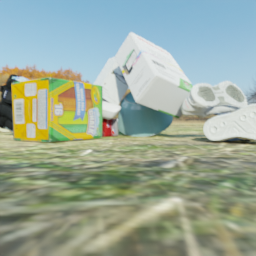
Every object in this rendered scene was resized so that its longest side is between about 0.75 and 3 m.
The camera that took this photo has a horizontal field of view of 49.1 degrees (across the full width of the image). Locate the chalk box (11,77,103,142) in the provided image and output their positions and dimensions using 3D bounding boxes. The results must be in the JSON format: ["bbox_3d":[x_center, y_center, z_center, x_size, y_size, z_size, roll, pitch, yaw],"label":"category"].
[{"bbox_3d":[-1.918,-0.508,8.822,1.737,1.749,2.803,1,3,35],"label":"chalk box"}]

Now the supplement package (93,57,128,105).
[{"bbox_3d":[-0.597,-1.777,10.925,1.025,1.754,1.029,34,-11,-24],"label":"supplement package"}]

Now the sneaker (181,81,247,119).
[{"bbox_3d":[2.498,-0.753,8.317,2.304,0.898,1.145,0,-26,-28],"label":"sneaker"}]

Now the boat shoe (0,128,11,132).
[{"bbox_3d":[-5.716,-0.108,14.593,1.957,0.636,0.706,-1,2,-27],"label":"boat shoe"}]

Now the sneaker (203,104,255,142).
[{"bbox_3d":[3.326,-0.107,7.426,2.299,0.926,1.684,-10,-4,41],"label":"sneaker"}]

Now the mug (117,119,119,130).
[{"bbox_3d":[-0.434,-0.169,17.732,0.866,0.729,0.987,-1,-30,42],"label":"mug"}]

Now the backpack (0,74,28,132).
[{"bbox_3d":[-3.603,-0.712,10.439,2.161,2.293,2.811,15,-1,-33],"label":"backpack"}]

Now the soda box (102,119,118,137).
[{"bbox_3d":[-1.419,-0.029,10.833,2.154,0.683,0.754,1,1,40],"label":"soda box"}]

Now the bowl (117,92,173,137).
[{"bbox_3d":[0.568,-0.754,10.986,2.261,1.183,2.261,-9,32,6],"label":"bowl"}]

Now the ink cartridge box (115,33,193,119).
[{"bbox_3d":[0.850,-1.722,9.072,1.856,1.076,2.563,17,36,-35],"label":"ink cartridge box"}]

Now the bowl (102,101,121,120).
[{"bbox_3d":[-0.817,-0.609,9.839,1.010,0.377,1.009,14,20,8],"label":"bowl"}]
